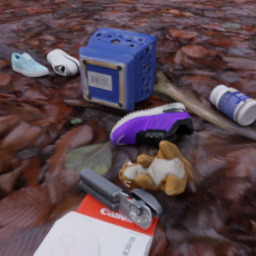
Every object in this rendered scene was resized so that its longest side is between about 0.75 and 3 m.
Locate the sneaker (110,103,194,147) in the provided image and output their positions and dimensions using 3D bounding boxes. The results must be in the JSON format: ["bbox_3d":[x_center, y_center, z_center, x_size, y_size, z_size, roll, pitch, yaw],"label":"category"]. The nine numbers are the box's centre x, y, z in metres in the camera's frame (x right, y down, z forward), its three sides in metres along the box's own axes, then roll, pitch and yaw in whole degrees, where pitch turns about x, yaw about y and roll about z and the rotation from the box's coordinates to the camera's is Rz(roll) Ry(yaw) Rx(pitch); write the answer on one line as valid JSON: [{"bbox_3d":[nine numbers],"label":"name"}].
[{"bbox_3d":[0.801,0.154,8.351,2.611,0.908,1.299,-19,56,-12],"label":"sneaker"}]

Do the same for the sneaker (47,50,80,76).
[{"bbox_3d":[-3.177,-2.978,12.967,2.203,0.841,0.887,27,52,35],"label":"sneaker"}]

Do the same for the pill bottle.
[{"bbox_3d":[3.657,-0.821,9.721,0.911,0.911,1.574,-17,39,-23],"label":"pill bottle"}]

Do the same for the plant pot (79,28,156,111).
[{"bbox_3d":[-0.443,-2.047,10.195,2.381,2.380,2.140,16,39,19],"label":"plant pot"}]

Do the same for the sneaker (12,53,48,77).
[{"bbox_3d":[-4.566,-2.910,12.756,2.101,0.861,0.776,16,39,22],"label":"sneaker"}]

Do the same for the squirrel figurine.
[{"bbox_3d":[0.645,1.124,6.780,1.549,1.174,1.660,-21,-19,33],"label":"squirrel figurine"}]

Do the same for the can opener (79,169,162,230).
[{"bbox_3d":[-0.220,1.566,6.559,2.177,0.581,0.728,25,30,36],"label":"can opener"}]

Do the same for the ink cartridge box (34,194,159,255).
[{"bbox_3d":[-0.484,2.144,5.812,1.923,0.675,2.366,11,41,16],"label":"ink cartridge box"}]
